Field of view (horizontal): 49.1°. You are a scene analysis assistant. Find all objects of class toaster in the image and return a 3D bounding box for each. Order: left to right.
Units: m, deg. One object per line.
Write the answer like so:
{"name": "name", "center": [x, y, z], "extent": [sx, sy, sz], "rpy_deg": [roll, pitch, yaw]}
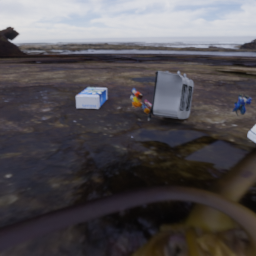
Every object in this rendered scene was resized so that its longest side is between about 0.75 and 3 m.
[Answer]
{"name": "toaster", "center": [1.790, -1.243, 11.460], "extent": [1.221, 2.058, 1.861], "rpy_deg": [10, 6, 27]}

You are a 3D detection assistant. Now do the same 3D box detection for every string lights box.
{"name": "string lights box", "center": [-1.819, -1.531, 14.303], "extent": [1.097, 0.630, 2.136], "rpy_deg": [3, 19, 7]}

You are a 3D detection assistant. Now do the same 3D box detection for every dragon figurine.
{"name": "dragon figurine", "center": [4.616, -0.844, 11.557], "extent": [0.468, 1.591, 0.791], "rpy_deg": [19, 55, 8]}

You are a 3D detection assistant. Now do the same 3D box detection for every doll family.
{"name": "doll family", "center": [0.614, -1.052, 12.713], "extent": [1.499, 0.676, 0.931], "rpy_deg": [37, 8, -35]}

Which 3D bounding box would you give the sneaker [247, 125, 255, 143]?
{"name": "sneaker", "center": [4.384, 0.415, 7.993], "extent": [0.793, 0.769, 2.172], "rpy_deg": [12, 20, -33]}
